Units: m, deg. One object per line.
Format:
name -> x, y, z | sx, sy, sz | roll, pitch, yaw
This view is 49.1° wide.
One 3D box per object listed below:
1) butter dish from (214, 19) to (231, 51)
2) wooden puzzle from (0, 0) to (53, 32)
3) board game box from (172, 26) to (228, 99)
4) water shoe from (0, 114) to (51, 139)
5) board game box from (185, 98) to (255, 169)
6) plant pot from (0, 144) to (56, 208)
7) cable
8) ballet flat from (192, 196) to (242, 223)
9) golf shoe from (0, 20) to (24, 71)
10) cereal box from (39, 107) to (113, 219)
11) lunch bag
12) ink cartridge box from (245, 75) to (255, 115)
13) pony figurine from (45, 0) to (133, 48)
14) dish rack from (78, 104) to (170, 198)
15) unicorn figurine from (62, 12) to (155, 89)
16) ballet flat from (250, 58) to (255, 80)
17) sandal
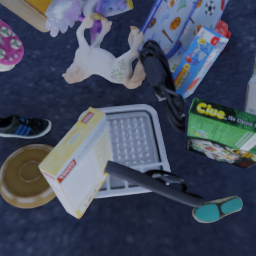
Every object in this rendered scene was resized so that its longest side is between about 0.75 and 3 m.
butter dish -> 3.223, -3.703, 10.563 | 1.266, 0.936, 1.262 | 24, 62, 14
wooden puzzle -> -2.446, -4.498, 8.164 | 0.541, 2.687, 2.904 | 44, 99, 26
board game box -> 1.364, -1.262, 5.609 | 0.397, 1.391, 1.420 | 37, 26, 11
water shoe -> -3.212, -0.067, 8.424 | 1.710, 0.675, 0.611 | -5, 58, -3
board game box -> 1.642, 0.222, 4.707 | 1.316, 2.512, 0.295 | 21, 79, 14
plant pot -> -2.693, 1.251, 7.845 | 1.933, 0.266, 1.933 | 0, 57, -1
cable -> 0.718, -0.834, 5.519 | 0.493, 1.585, 1.942 | -27, 47, 8
ballet flat -> 1.673, 1.560, 5.346 | 1.087, 0.339, 0.367 | -7, 80, -16
golf shoe -> -3.732, -2.605, 6.821 | 1.066, 1.295, 2.830 | -35, 99, -32
cereal box -> -0.894, 0.786, 5.681 | 0.414, 2.094, 1.507 | 24, 58, 20
lunch bag -> 1.228, -2.767, 7.335 | 2.646, 1.000, 2.121 | -59, 38, 6
ink cartridge box -> 3.598, -0.877, 5.675 | 1.577, 0.896, 2.164 | 22, 48, 36
pony figurine -> -1.004, -3.261, 7.808 | 2.368, 1.972, 2.286 | -17, 55, 31
dish rack -> -0.182, 0.646, 8.022 | 2.395, 0.608, 2.791 | -6, 58, -3
unicorn figurine -> -0.697, -1.727, 6.856 | 2.683, 1.843, 0.991 | 30, 18, 31
ballet flat -> 3.613, -1.524, 7.521 | 0.505, 1.336, 0.427 | 22, 38, 31
sandal -> 0.570, 0.897, 4.727 | 2.045, 0.778, 0.438 | 28, 77, -31
